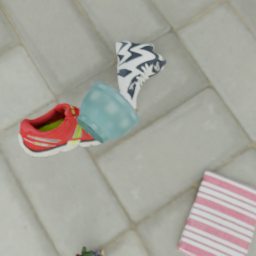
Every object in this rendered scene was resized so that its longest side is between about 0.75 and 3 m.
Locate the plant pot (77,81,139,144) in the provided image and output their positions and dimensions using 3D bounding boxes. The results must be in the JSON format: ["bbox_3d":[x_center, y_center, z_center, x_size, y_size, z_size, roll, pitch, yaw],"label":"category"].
[{"bbox_3d":[-0.506,-0.212,5.651,1.227,1.227,0.822,40,73,7],"label":"plant pot"}]

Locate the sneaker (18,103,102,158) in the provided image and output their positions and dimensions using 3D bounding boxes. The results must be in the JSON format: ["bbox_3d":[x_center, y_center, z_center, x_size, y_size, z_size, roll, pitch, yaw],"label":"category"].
[{"bbox_3d":[-1.192,-0.129,6.365,2.521,1.070,0.971,-22,50,-25],"label":"sneaker"}]

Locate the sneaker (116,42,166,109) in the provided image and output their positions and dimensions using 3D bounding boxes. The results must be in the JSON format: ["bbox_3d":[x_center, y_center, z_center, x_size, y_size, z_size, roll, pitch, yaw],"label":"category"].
[{"bbox_3d":[0.494,-1.778,9.167,1.640,1.006,2.520,-6,61,3],"label":"sneaker"}]

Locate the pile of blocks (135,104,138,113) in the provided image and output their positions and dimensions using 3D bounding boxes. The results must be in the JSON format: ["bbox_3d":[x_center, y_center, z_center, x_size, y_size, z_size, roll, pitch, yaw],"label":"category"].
[{"bbox_3d":[-0.089,-0.374,9.287,1.129,0.463,0.351,-32,83,-5],"label":"pile of blocks"}]

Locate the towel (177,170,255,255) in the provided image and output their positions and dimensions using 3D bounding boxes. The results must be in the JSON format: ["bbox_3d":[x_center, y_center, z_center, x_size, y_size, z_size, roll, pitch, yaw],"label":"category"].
[{"bbox_3d":[2.889,2.910,8.765,1.985,0.406,2.713,23,78,4],"label":"towel"}]

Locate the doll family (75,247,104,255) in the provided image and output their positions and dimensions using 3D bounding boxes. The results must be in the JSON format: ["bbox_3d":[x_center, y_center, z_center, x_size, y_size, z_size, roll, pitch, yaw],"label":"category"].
[{"bbox_3d":[-1.161,4.383,8.328,1.035,0.703,1.791,-7,83,-6],"label":"doll family"}]
